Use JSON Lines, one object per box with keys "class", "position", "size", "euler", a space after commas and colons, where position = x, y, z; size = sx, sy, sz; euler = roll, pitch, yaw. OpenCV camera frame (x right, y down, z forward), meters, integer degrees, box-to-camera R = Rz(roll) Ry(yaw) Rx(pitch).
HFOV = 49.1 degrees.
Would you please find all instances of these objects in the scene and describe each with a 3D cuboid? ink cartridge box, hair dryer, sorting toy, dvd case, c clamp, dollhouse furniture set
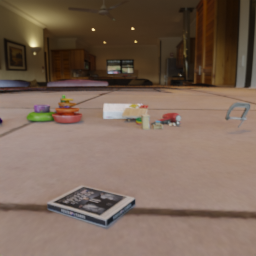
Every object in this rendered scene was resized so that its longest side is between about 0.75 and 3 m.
{"class": "ink cartridge box", "position": [-0.216, -0.892, 14.824], "size": [2.213, 0.479, 2.173], "euler": [1, 14, -4]}
{"class": "hair dryer", "position": [1.709, -0.422, 12.562], "size": [1.306, 0.466, 1.714], "euler": [1, 10, 11]}
{"class": "sorting toy", "position": [-3.382, -0.925, 13.134], "size": [2.818, 1.157, 1.693], "euler": [4, 10, 21]}
{"class": "dvd case", "position": [-0.605, 1.268, 4.687], "size": [1.190, 0.147, 0.894], "euler": [6, 12, 29]}
{"class": "sorting toy", "position": [0.335, -0.611, 13.301], "size": [1.084, 0.380, 2.249], "euler": [3, 24, 9]}
{"class": "c clamp", "position": [4.121, -0.479, 10.549], "size": [1.288, 1.100, 0.174], "euler": [7, 34, -33]}
{"class": "dollhouse furniture set", "position": [0.958, -0.257, 11.424], "size": [0.803, 0.566, 0.563], "euler": [-2, 11, -6]}

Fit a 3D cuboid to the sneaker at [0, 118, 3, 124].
{"class": "sneaker", "position": [-5.745, -0.343, 12.178], "size": [0.717, 0.609, 1.637], "euler": [9, 21, -8]}
